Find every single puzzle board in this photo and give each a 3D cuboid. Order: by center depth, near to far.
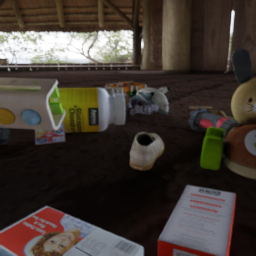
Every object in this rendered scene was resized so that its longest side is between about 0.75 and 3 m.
[{"bbox_3d":[-2.119,0.139,7.568,0.781,0.589,0.068,-6,-24,-10],"label":"puzzle board"}]

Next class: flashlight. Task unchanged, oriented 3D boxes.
[{"bbox_3d":[2.394,0.002,7.854,0.765,0.768,2.260,-24,14,-9],"label":"flashlight"}]

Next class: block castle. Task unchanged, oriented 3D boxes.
[{"bbox_3d":[-0.128,-1.733,14.108,2.002,0.939,1.338,-17,26,-42],"label":"block castle"}]

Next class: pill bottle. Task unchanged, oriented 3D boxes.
[{"bbox_3d":[-1.337,-0.545,8.584,2.408,1.349,1.349,-2,15,-7],"label":"pill bottle"}]

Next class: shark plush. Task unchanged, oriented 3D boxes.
[{"bbox_3d":[0.719,-1.160,11.865,2.340,0.975,1.063,8,24,38],"label":"shark plush"}]

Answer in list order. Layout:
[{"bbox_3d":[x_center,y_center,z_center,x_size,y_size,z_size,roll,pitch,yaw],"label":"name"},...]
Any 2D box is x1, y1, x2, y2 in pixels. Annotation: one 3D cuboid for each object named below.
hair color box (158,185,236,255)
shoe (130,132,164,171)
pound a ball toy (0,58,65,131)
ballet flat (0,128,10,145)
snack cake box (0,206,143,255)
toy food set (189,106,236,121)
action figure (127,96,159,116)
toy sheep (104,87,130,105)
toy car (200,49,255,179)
[{"bbox_3d":[0.912,1.245,3.490,0.721,0.435,1.421,6,17,24],"label":"hair color box"},{"bbox_3d":[0.476,0.396,6.588,0.689,0.526,1.972,3,15,11],"label":"shoe"},{"bbox_3d":[-3.046,-0.767,6.694,2.634,1.717,1.119,3,42,9],"label":"pound a ball toy"},{"bbox_3d":[-3.896,0.191,6.825,0.662,0.565,1.991,-2,1,41],"label":"ballet flat"},{"bbox_3d":[-0.661,1.380,2.868,1.448,0.487,0.833,10,19,33],"label":"snack cake box"},{"bbox_3d":[2.967,-0.246,9.522,1.344,0.333,2.115,-2,23,-19],"label":"toy food set"},{"bbox_3d":[0.549,-0.796,11.177,1.153,0.615,1.772,2,16,-20],"label":"action figure"},{"bbox_3d":[-0.757,-1.080,11.213,1.736,1.197,1.197,-8,16,-17],"label":"toy sheep"},{"bbox_3d":[2.557,-0.317,5.405,1.911,2.326,1.835,9,14,17],"label":"toy car"}]
